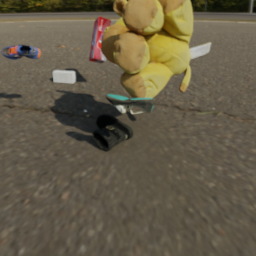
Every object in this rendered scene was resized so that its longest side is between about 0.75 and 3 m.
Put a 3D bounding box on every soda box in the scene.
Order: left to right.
[{"bbox_3d":[-1.220,-3.772,12.113,0.581,1.834,0.642,9,-3,-27],"label":"soda box"}]

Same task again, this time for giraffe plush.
[{"bbox_3d":[0.321,-2.253,7.252,2.950,2.545,2.392,-9,30,-44],"label":"giraffe plush"}]

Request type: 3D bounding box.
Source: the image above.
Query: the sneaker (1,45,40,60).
[{"bbox_3d":[-3.406,-2.428,8.780,1.216,0.458,0.477,-2,-6,5],"label":"sneaker"}]

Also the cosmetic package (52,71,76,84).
[{"bbox_3d":[-3.105,-2.482,13.616,1.021,0.518,0.364,6,26,11],"label":"cosmetic package"}]

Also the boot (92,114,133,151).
[{"bbox_3d":[-0.703,0.097,8.328,1.478,0.556,1.105,22,34,37],"label":"boot"}]

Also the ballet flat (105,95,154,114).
[{"bbox_3d":[0.004,-0.502,6.125,1.133,0.388,0.385,8,12,24],"label":"ballet flat"}]
